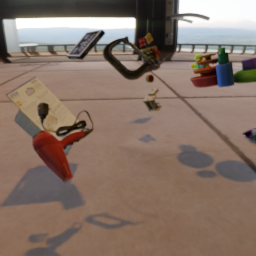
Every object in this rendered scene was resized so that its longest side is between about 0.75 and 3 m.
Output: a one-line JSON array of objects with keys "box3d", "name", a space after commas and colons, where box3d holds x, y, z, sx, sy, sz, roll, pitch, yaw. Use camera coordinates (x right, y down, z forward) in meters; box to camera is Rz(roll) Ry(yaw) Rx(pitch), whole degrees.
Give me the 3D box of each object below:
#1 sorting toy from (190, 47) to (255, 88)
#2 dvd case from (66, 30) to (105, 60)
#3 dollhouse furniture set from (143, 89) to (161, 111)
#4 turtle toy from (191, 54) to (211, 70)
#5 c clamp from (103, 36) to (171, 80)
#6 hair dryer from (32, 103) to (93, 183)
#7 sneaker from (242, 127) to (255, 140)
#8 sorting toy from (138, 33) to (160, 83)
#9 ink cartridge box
[{"box3d": [3.265, -1.998, 8.967, 2.818, 1.157, 1.693, -2, 14, 35], "name": "sorting toy"}, {"box3d": [-1.121, -2.133, 7.228, 0.894, 0.147, 1.190, -51, 29, -7], "name": "dvd case"}, {"box3d": [1.121, -1.168, 11.583, 0.563, 0.566, 0.803, 0, 43, 45], "name": "dollhouse furniture set"}, {"box3d": [2.711, -2.348, 10.388, 0.663, 0.460, 0.910, -1, 50, -25], "name": "turtle toy"}, {"box3d": [0.122, -1.613, 6.297, 1.288, 0.174, 1.100, 40, 78, 11], "name": "c clamp"}, {"box3d": [-1.283, 0.269, 5.738, 1.306, 1.714, 0.466, 12, -27, -25], "name": "hair dryer"}, {"box3d": [5.378, 0.407, 11.301, 0.717, 0.609, 1.637, -15, 13, -10], "name": "sneaker"}, {"box3d": [1.155, -3.358, 13.365, 1.084, 2.249, 0.380, -27, 21, -38], "name": "sorting toy"}, {"box3d": [-2.427, -0.340, 8.270, 0.479, 2.213, 2.173, -39, 15, 17], "name": "ink cartridge box"}]
